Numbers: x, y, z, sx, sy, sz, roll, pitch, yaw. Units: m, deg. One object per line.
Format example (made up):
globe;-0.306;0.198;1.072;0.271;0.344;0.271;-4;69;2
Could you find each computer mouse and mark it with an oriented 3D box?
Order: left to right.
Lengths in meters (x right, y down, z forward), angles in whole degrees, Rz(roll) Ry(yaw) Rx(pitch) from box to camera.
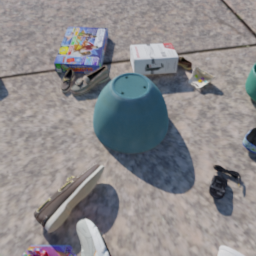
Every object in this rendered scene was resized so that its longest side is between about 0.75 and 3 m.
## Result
computer mouse;2.927;1.751;8.473;0.907;0.297;1.292;17;44;13

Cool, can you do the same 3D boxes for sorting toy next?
sorting toy;2.923;-1.960;11.454;0.917;0.490;0.826;38;68;26

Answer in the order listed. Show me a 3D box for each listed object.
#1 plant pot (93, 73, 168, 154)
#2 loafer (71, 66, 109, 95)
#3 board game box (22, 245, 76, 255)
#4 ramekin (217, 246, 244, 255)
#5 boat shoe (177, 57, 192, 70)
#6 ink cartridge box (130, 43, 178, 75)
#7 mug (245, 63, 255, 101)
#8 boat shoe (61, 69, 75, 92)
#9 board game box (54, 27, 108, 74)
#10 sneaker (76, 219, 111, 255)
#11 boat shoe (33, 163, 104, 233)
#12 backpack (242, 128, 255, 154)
plant pot;0.094;-0.757;9.525;2.737;1.844;2.737;0;51;0
loafer;-1.566;-1.972;11.345;1.825;0.574;0.656;-33;58;-24
board game box;-2.068;3.521;6.967;1.572;0.306;1.242;0;50;0
ramekin;2.590;3.339;6.687;1.067;1.067;0.497;29;69;22
boat shoe;2.349;-2.964;12.280;0.404;0.403;1.119;-31;57;-23
ink cartridge box;1.056;-2.943;11.933;1.842;0.763;1.352;-4;43;-5
mug;5.451;-1.684;10.692;1.917;1.185;1.575;-20;52;-21
boat shoe;-2.492;-1.939;11.468;0.415;0.344;1.156;9;51;8
board game box;-2.038;-3.587;12.729;1.958;0.499;2.893;4;50;3
sneaker;-0.896;3.550;6.487;1.341;1.103;2.915;-21;52;-11
boat shoe;-1.636;1.830;8.047;0.703;0.848;2.362;33;63;20
backpack;4.215;0.481;9.306;0.782;0.574;0.715;-32;58;-30
